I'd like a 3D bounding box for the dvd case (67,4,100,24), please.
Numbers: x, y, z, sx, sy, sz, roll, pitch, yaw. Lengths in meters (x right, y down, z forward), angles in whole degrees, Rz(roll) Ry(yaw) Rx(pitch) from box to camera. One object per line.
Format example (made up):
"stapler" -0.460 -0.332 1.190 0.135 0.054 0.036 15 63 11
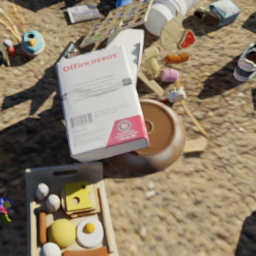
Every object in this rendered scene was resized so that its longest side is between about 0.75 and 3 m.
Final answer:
"dvd case" -1.810 -4.629 11.327 1.193 0.095 0.887 -15 62 -9

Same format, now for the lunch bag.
"lunch bag" 3.740 -4.595 11.022 0.841 0.602 0.988 -25 68 -13

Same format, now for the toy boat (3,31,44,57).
"toy boat" -3.729 -3.013 10.070 1.372 0.638 1.153 -20 62 -13

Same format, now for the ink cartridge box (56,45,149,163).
"ink cartridge box" -0.708 -0.632 7.709 1.969 1.147 2.721 -15 72 4

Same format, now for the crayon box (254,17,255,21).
"crayon box" 5.797 -4.397 11.046 1.194 0.348 1.030 33 67 18

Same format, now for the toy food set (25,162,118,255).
"toy food set" -1.377 2.136 6.644 2.033 0.856 2.833 -5 52 -15

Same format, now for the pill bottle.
"pill bottle" 1.605 -4.627 10.631 1.311 1.311 2.305 30 65 16

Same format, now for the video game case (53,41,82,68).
"video game case" -1.916 -2.184 9.208 0.126 0.895 0.990 26 79 29

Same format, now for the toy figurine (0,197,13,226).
"toy figurine" -3.131 2.062 7.249 0.408 0.774 0.463 -18 12 33

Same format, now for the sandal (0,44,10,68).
"sandal" -4.329 -2.410 9.488 0.422 0.632 1.548 -18 39 -20

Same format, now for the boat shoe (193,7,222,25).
"boat shoe" 3.066 -4.304 10.939 0.449 0.448 1.214 -31 53 -27

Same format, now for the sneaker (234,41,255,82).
"sneaker" 4.506 -2.552 9.699 0.857 0.867 2.184 33 64 19

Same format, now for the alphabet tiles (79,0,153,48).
"alphabet tiles" -0.309 -3.855 9.886 2.388 0.108 2.856 -14 36 24

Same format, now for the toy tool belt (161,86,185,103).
"toy tool belt" 1.443 -1.086 9.069 0.778 0.486 0.478 -12 55 12

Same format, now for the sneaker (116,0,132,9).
"sneaker" -0.106 -5.512 11.466 0.644 0.766 1.953 10 62 3

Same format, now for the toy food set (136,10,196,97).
"toy food set" 1.345 -2.383 9.306 1.619 0.401 2.547 40 82 -23

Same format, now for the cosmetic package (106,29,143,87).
"cosmetic package" -0.196 -2.276 9.478 1.178 0.929 2.190 8 60 6

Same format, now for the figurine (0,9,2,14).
"figurine" -6.239 -4.870 11.155 1.955 0.841 1.907 -31 72 -17

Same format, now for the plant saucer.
"plant saucer" 0.470 0.084 8.395 2.594 0.474 2.594 0 61 0
